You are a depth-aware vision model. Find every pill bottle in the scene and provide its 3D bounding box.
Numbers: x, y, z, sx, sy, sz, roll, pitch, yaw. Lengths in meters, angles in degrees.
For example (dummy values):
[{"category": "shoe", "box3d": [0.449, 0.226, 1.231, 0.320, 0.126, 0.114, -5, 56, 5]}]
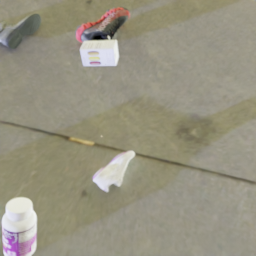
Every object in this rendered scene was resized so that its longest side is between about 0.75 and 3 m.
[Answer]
[{"category": "pill bottle", "box3d": [-2.502, 2.309, 6.449, 0.741, 1.319, 0.741, 7, 22, -3]}]

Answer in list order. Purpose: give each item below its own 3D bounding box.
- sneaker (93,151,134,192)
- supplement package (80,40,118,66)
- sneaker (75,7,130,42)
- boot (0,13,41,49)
[{"category": "sneaker", "box3d": [-0.343, 1.409, 9.121, 1.609, 0.602, 0.801, -39, 87, -15]}, {"category": "supplement package", "box3d": [-0.933, -2.448, 9.207, 1.111, 0.632, 0.609, 1, 44, 9]}, {"category": "sneaker", "box3d": [-0.852, -4.046, 11.542, 2.522, 0.892, 1.232, -33, 68, -13]}, {"category": "boot", "box3d": [-4.803, -4.300, 11.816, 1.365, 0.708, 2.090, 29, 66, 19]}]
